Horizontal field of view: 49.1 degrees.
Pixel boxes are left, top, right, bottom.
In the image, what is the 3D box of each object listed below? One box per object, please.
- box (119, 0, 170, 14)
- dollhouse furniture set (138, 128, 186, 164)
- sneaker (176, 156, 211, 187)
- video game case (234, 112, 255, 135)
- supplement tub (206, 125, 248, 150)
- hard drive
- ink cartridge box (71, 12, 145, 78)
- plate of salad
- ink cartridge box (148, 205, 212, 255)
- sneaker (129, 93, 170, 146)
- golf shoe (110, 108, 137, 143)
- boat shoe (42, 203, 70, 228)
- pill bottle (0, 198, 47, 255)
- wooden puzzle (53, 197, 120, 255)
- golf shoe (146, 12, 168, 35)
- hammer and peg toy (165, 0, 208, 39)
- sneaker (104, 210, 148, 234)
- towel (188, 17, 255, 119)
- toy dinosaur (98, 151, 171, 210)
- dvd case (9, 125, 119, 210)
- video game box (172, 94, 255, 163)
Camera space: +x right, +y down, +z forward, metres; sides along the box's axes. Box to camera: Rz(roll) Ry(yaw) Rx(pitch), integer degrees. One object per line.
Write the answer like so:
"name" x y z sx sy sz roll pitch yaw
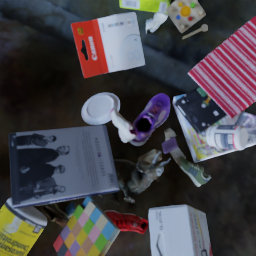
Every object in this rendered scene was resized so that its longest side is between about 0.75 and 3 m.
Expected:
"box" 0.775 -5.607 10.078 1.770 0.692 2.904 9 73 3
"dollhouse furniture set" 1.018 0.889 8.443 1.349 1.069 0.957 -30 117 14
"sneaker" 1.895 1.156 7.959 0.503 0.376 1.121 -34 105 28
"video game case" 3.449 -0.120 7.967 0.793 0.567 0.075 14 30 -14
"supplement tub" 2.662 0.245 7.547 0.923 0.648 0.648 3 67 46
"hard drive" 2.404 -0.728 8.303 1.708 0.323 1.193 -33 75 -10
"ink cartridge box" -0.523 -2.461 8.297 1.985 0.469 1.589 -21 109 -29
"plate of salad" -0.812 -0.562 8.461 1.227 0.295 1.227 -9 53 12
"ink cartridge box" 1.328 2.768 6.620 0.905 2.185 1.592 -13 66 20
"sneaker" 0.689 -0.329 8.409 0.760 0.835 1.890 35 73 9
"golf shoe" -0.121 -0.115 7.884 0.479 0.394 1.046 -21 104 26
"boat shoe" -1.967 2.441 7.649 0.392 0.393 1.061 -40 94 25
"pill bottle" -3.188 3.021 7.201 1.224 1.224 2.185 31 76 9
"wooden puzzle" -1.055 2.671 6.752 2.625 0.184 1.557 28 84 51
"golf shoe" 0.938 -3.440 9.288 0.431 1.101 0.535 15 81 -21
"hammer and peg toy" 1.968 -3.600 9.152 1.009 0.484 1.372 -34 95 17
"sneaker" -0.108 2.435 7.261 1.455 0.840 0.570 7 76 -35
"towel" 3.357 -1.772 8.079 2.668 0.300 1.930 -39 72 1
"toy dinosaur" -0.131 1.415 7.907 2.681 1.032 1.371 3 56 31
"dvd case" -1.696 0.926 7.379 2.615 0.323 1.965 -5 63 -18
"video game box" 2.601 -0.196 8.562 1.915 0.492 2.102 -15 74 -7
